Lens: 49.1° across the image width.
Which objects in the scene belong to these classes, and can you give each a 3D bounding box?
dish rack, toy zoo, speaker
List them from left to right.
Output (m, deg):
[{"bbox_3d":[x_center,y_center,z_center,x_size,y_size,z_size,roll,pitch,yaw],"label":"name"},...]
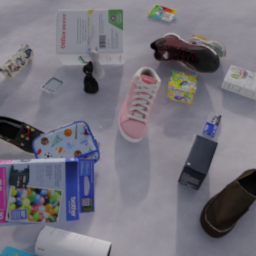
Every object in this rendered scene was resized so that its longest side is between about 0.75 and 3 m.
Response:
[{"bbox_3d":[-3.035,-1.678,11.290,0.681,0.173,0.794,26,59,18],"label":"dish rack"},{"bbox_3d":[-1.435,3.239,7.499,1.942,0.788,0.788,11,56,7],"label":"speaker"},{"bbox_3d":[1.810,-5.799,14.164,1.403,0.144,0.920,22,58,14],"label":"toy zoo"}]

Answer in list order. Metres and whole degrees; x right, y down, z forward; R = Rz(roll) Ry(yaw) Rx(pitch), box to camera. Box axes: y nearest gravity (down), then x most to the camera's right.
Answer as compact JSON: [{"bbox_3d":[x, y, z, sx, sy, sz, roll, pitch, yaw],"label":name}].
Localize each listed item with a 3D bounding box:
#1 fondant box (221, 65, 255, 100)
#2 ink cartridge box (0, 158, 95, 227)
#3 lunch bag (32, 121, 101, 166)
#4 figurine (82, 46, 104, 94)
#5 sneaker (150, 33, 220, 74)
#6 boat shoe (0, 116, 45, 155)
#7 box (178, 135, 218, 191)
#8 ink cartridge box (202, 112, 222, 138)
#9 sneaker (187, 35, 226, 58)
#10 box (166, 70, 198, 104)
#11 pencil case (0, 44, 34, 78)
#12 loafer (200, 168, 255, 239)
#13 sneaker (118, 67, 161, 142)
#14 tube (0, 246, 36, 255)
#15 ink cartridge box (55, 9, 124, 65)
[{"bbox_3d":[4.634,-1.837,11.250,1.435,0.418,1.035,24,59,15],"label":"fondant box"},{"bbox_3d":[-2.378,1.767,7.886,2.909,0.610,1.736,-1,93,-14],"label":"ink cartridge box"},{"bbox_3d":[-1.893,0.767,9.009,2.050,0.775,1.643,-21,77,-7],"label":"lunch bag"},{"bbox_3d":[-1.373,-2.292,10.977,0.610,1.382,1.416,10,55,7],"label":"figurine"},{"bbox_3d":[2.067,-2.858,11.363,1.715,1.123,2.969,-25,47,-35],"label":"sneaker"},{"bbox_3d":[-3.543,0.268,9.453,2.329,0.730,0.852,20,63,-2],"label":"boat shoe"},{"bbox_3d":[2.157,1.100,8.718,0.720,1.227,1.206,22,59,14],"label":"box"},{"bbox_3d":[3.058,-0.128,10.190,0.441,0.207,0.938,21,58,15],"label":"ink cartridge box"},{"bbox_3d":[3.394,-3.423,12.256,1.830,0.712,0.752,29,64,29],"label":"sneaker"},{"bbox_3d":[2.103,-1.602,10.945,1.054,0.643,1.015,13,56,8],"label":"box"},{"bbox_3d":[-4.667,-2.787,11.721,0.637,0.732,1.637,22,59,14],"label":"pencil case"},{"bbox_3d":[3.132,2.025,8.221,1.000,0.978,2.741,39,64,24],"label":"loafer"},{"bbox_3d":[0.413,-0.978,9.938,1.065,1.479,2.829,17,56,-8],"label":"sneaker"},{"bbox_3d":[-2.257,3.799,7.314,2.344,0.591,0.908,18,67,6],"label":"tube"},{"bbox_3d":[-1.538,-3.790,11.775,2.731,1.147,1.978,-1,78,0],"label":"ink cartridge box"}]
